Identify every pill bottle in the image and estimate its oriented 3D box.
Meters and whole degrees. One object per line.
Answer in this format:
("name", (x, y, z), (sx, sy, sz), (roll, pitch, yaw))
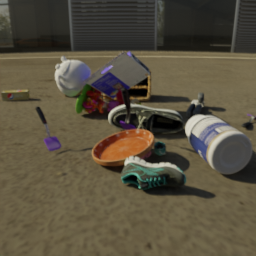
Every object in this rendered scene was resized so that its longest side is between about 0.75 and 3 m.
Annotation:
("pill bottle", (2.656, 0.371, 8.756), (1.287, 1.287, 2.317), (-3, 20, -10))

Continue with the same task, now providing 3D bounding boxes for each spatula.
("spatula", (-0.025, -0.528, 9.981), (0.704, 2.490, 0.256), (21, 55, 21))
("spatula", (-2.801, 0.003, 9.601), (0.495, 1.752, 0.180), (-15, -17, -39))
("spatula", (5.310, -0.311, 12.183), (0.611, 0.222, 2.162), (21, 28, 31))

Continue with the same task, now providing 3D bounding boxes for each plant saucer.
("plant saucer", (-0.146, 0.634, 8.856), (2.007, 0.324, 2.007), (-13, 22, 5))

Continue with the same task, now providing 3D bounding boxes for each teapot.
("teapot", (-2.798, -2.480, 13.217), (1.394, 1.884, 1.909), (35, -16, -30))

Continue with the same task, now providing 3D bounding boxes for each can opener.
("can opener", (3.333, -1.186, 13.766), (0.628, 0.787, 2.355), (8, 21, 20))

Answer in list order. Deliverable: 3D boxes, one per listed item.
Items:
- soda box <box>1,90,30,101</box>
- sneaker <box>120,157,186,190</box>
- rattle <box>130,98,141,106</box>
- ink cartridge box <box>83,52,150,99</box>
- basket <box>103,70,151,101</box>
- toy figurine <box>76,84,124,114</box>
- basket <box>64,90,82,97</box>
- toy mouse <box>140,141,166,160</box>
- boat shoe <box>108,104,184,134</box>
("soda box", (-6.459, -1.876, 16.104), (1.456, 0.493, 0.466), (-3, 20, -8))
("sneaker", (0.597, 1.329, 7.300), (1.786, 0.693, 0.815), (6, 36, 27))
("rattle", (0.099, -0.782, 13.220), (0.903, 0.823, 1.265), (-3, 44, 26))
("ink cartridge box", (-0.529, -2.511, 13.166), (2.416, 0.529, 2.439), (-30, -28, 22))
("basket", (-0.008, -2.685, 16.203), (2.727, 1.946, 2.031), (2, 19, 6))
("toy figurine", (-1.111, -1.292, 13.479), (2.080, 1.697, 2.260), (14, 40, 10))
("basket", (-3.347, -2.626, 16.838), (1.042, 1.399, 0.998), (-2, 20, -5))
("toy mouse", (0.685, 0.760, 9.030), (1.636, 0.317, 1.454), (-19, 24, -37))
("boat shoe", (0.705, -0.308, 10.972), (2.974, 1.052, 0.947), (1, 18, -2))
